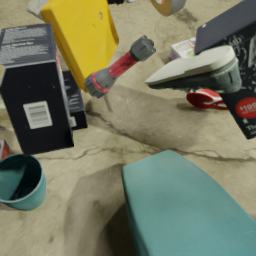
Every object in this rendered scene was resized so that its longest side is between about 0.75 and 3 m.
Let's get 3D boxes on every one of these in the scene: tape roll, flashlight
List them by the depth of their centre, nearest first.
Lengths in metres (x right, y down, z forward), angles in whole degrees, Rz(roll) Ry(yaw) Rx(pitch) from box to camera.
[{"bbox_3d":[-0.136,-0.860,4.008,1.130,0.384,0.382,-32,59,30],"label":"flashlight"},{"bbox_3d":[0.831,-3.296,6.592,0.409,1.237,1.237,-32,59,-5],"label":"tape roll"}]

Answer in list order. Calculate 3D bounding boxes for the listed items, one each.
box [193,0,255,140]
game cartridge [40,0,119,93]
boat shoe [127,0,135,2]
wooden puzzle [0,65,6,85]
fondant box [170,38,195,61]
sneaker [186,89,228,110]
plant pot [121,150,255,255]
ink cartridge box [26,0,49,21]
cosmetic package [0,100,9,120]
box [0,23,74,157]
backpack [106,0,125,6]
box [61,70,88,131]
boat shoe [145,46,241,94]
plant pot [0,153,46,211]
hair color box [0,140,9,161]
[{"bbox_3d":[3.118,-1.442,5.623,2.721,2.478,1.417,-26,27,32],"label":"box"},{"bbox_3d":[-0.958,-2.309,6.533,0.390,2.117,2.401,0,46,22],"label":"game cartridge"},{"bbox_3d":[0.258,-5.834,12.183,0.336,0.387,0.908,30,59,20],"label":"boat shoe"},{"bbox_3d":[-2.110,-0.548,3.618,0.814,0.096,1.373,18,93,-12],"label":"wooden puzzle"},{"bbox_3d":[2.541,-2.550,9.718,1.781,0.519,1.285,-21,57,-16],"label":"fondant box"},{"bbox_3d":[2.499,-1.037,8.691,1.455,0.570,0.841,13,46,-5],"label":"sneaker"},{"bbox_3d":[0.982,1.921,5.654,1.954,1.953,2.765,-18,46,-13],"label":"plant pot"},{"bbox_3d":[-1.744,-3.108,5.963,0.431,1.822,1.459,31,99,-10],"label":"ink cartridge box"},{"bbox_3d":[-3.826,-0.517,8.237,1.026,0.540,0.365,-8,56,-4],"label":"cosmetic package"},{"bbox_3d":[-1.577,-0.695,4.896,0.894,1.717,1.563,-11,41,-11],"label":"box"},{"bbox_3d":[-0.782,-4.506,7.698,1.429,1.639,1.864,-13,68,-18],"label":"backpack"},{"bbox_3d":[-1.960,-0.765,8.188,1.252,0.883,1.692,-11,55,-8],"label":"box"},{"bbox_3d":[0.713,-0.573,3.396,0.538,0.457,1.478,-43,20,-21],"label":"boat shoe"},{"bbox_3d":[-2.439,1.365,6.516,1.168,1.098,1.168,0,55,0],"label":"plant pot"},{"bbox_3d":[-3.530,1.000,7.202,0.683,0.412,1.346,-7,54,-4],"label":"hair color box"}]
